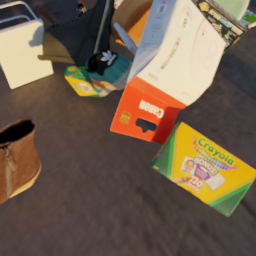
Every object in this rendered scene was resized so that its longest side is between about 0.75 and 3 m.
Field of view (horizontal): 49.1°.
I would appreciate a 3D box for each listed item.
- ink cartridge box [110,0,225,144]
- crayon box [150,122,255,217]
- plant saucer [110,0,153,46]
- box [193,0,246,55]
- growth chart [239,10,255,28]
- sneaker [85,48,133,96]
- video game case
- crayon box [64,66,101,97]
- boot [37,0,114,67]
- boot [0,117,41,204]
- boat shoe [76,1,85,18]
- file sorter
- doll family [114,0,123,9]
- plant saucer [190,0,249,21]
[{"bbox_3d":[0.910,-0.939,5.577,0.741,2.112,2.598,16,89,39],"label":"ink cartridge box"},{"bbox_3d":[1.609,0.862,6.100,1.957,0.570,1.162,33,93,1],"label":"crayon box"},{"bbox_3d":[0.418,-3.062,7.989,1.932,1.932,0.362,-26,66,-17],"label":"plant saucer"},{"bbox_3d":[2.378,-2.913,8.298,1.673,1.329,0.385,30,45,-13],"label":"box"},{"bbox_3d":[4.589,-4.533,11.293,1.143,0.140,1.580,-39,64,-25],"label":"growth chart"},{"bbox_3d":[-0.559,-1.347,6.514,0.917,2.296,0.819,38,78,-17],"label":"sneaker"},{"bbox_3d":[0.126,-2.168,7.433,0.130,1.032,1.134,-39,53,17],"label":"video game case"},{"bbox_3d":[-1.244,-1.320,8.109,0.736,1.239,0.361,6,73,13],"label":"crayon box"},{"bbox_3d":[-1.400,-3.035,7.957,1.918,1.074,2.773,7,70,-1],"label":"boot"},{"bbox_3d":[-2.911,1.099,5.185,1.023,2.352,2.827,43,55,14],"label":"boot"},{"bbox_3d":[-1.894,-4.634,11.222,0.395,0.371,1.099,-5,56,-5],"label":"boat shoe"},{"bbox_3d":[-3.393,-2.547,8.589,1.437,2.071,1.289,-28,65,-21],"label":"file sorter"},{"bbox_3d":[-0.440,-5.643,11.755,1.304,0.947,2.101,4,72,-6],"label":"doll family"},{"bbox_3d":[3.177,-4.228,9.552,2.511,2.511,0.483,-14,40,-10],"label":"plant saucer"}]
